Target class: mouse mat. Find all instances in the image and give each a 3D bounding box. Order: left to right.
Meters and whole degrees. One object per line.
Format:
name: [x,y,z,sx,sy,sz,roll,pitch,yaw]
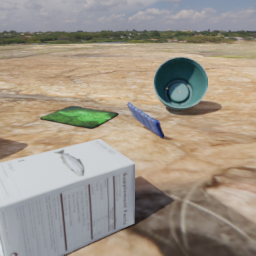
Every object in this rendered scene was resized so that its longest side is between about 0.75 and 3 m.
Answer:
mouse mat: [-1.644,-0.411,9.597,2.188,0.082,1.760,11,23,25]

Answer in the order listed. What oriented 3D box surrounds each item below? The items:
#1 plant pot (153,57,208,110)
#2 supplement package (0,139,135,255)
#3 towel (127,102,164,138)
plant pot: [1.873,-1.454,10.218,1.869,1.869,1.252,3,-12,8]
supplement package: [-0.981,1.036,4.176,1.927,1.130,1.126,-13,24,-32]
towel: [0.501,-0.224,7.776,0.141,0.853,1.179,-46,55,-10]
